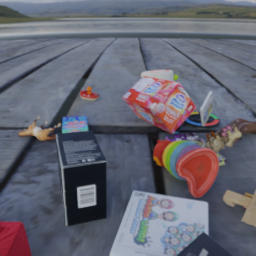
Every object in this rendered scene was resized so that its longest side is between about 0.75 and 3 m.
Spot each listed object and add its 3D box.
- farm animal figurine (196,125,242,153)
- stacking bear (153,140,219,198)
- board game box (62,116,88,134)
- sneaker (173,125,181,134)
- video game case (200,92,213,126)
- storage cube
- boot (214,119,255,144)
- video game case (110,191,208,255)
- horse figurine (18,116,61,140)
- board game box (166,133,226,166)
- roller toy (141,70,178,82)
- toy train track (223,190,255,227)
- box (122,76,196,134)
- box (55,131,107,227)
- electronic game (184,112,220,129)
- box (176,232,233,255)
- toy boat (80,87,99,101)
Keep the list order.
[{"bbox_3d":[3.071,0.478,9.344,1.219,0.643,1.233,-31,5,-32],"label":"farm animal figurine"},{"bbox_3d":[1.536,0.943,8.497,1.248,1.333,2.195,-40,23,-14],"label":"stacking bear"},{"bbox_3d":[-2.236,-0.097,11.787,1.028,0.304,1.352,-5,26,-10],"label":"board game box"},{"bbox_3d":[2.026,-0.519,11.756,0.731,0.855,2.063,24,44,10],"label":"sneaker"},{"bbox_3d":[3.121,-0.754,11.110,0.116,0.957,1.051,16,57,31],"label":"video game case"},{"bbox_3d":[-2.559,2.514,5.247,1.012,1.184,1.064,1,31,2],"label":"storage cube"},{"bbox_3d":[4.480,0.208,10.758,1.839,0.634,1.974,10,23,44],"label":"boot"},{"bbox_3d":[0.841,2.364,6.578,2.009,0.261,2.207,6,26,13],"label":"video game case"},{"bbox_3d":[-3.414,0.117,11.085,1.735,0.433,1.150,20,46,24],"label":"horse figurine"},{"bbox_3d":[2.325,0.782,9.958,1.256,0.338,2.092,-12,27,-14],"label":"board game box"},{"bbox_3d":[1.600,-2.438,15.500,1.972,1.378,1.799,8,19,39],"label":"roller toy"},{"bbox_3d":[3.647,2.201,6.695,2.696,0.439,1.546,16,30,33],"label":"toy train track"},{"bbox_3d":[1.165,-1.036,11.443,1.455,1.393,2.919,-45,27,-7],"label":"box"},{"bbox_3d":[-1.241,1.230,7.252,1.080,1.743,1.713,-7,26,-18],"label":"box"},{"bbox_3d":[3.193,-0.362,12.310,1.617,0.336,1.617,0,24,0],"label":"electronic game"},{"bbox_3d":[1.241,2.917,4.202,1.823,1.071,1.793,-24,38,-32],"label":"box"},{"bbox_3d":[-2.109,-1.902,15.189,1.052,0.687,0.686,12,27,23],"label":"toy boat"}]
